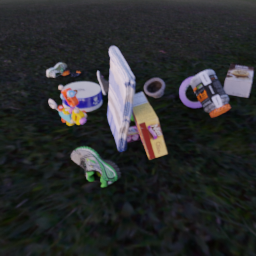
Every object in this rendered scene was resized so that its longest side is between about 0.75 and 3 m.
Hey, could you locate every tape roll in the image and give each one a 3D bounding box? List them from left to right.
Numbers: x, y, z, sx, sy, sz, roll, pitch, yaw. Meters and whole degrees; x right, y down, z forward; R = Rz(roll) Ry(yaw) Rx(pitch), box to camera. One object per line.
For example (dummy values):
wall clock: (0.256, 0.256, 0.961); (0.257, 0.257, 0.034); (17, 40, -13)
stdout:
tape roll: (2.963, -1.557, 12.381); (1.360, 1.360, 0.446); (8, 3, 13)

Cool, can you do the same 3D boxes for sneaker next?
sneaker: (-3.882, -3.144, 15.743); (0.666, 0.578, 1.504); (28, 46, 18)
sneaker: (-1.150, 1.187, 8.724); (1.838, 0.717, 0.783); (24, 40, 32)
sneaker: (-0.886, -1.849, 11.178); (0.491, 0.991, 0.350); (-20, -3, 11)

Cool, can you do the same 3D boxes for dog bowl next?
dog bowl: (-2.104, -1.437, 12.814); (1.797, 0.708, 1.797); (0, 33, 0)

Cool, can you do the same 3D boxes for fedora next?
fedora: (1.285, -1.778, 13.042); (0.967, 0.494, 1.093); (-37, 44, -1)

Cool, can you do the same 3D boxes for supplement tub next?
supplement tub: (3.246, -1.327, 11.011); (1.037, 1.037, 1.692); (-17, 74, -25)

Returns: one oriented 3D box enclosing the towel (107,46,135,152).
towel: (-0.353, -0.900, 9.136); (0.349, 2.936, 2.156); (-7, 44, -16)

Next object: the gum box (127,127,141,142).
gum box: (0.214, 0.225, 10.601); (0.903, 0.299, 0.513); (-11, 34, -17)

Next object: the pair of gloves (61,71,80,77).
pair of gloves: (-3.239, -3.052, 15.887); (0.931, 0.115, 0.830); (10, 33, 10)

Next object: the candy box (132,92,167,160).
candy box: (0.581, -0.149, 9.328); (0.651, 1.346, 2.307); (-18, 27, 1)

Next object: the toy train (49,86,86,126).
toy train: (-1.689, -0.662, 8.190); (0.459, 1.238, 1.649); (-41, 16, -29)

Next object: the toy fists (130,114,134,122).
toy fists: (0.452, -0.463, 11.299); (0.380, 0.564, 1.106); (17, 9, -37)

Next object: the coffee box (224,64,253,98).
coffee box: (5.615, -2.425, 14.217); (1.202, 0.849, 2.127); (13, 35, 19)
